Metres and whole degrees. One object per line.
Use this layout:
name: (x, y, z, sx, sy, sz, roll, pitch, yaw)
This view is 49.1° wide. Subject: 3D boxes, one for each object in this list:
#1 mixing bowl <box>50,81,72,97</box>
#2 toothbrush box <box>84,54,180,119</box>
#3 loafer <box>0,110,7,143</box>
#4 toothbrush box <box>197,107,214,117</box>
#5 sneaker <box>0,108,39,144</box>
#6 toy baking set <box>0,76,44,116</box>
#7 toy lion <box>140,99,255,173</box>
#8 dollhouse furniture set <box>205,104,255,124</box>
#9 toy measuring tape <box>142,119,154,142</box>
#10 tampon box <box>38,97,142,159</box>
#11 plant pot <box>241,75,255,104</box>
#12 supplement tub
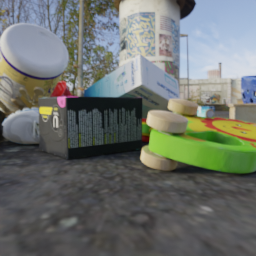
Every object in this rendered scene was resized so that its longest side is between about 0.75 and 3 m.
mixing bowl: (-3.129, -0.680, 11.734, 2.379, 2.379, 1.288, 5, -38, 46)
toothbrush box: (0.072, -0.939, 9.072, 2.619, 1.117, 1.918, -24, -34, 39)
loafer: (-4.329, -0.041, 7.741, 0.944, 1.046, 2.766, 1, 0, 7)
toothbrush box: (4.098, -0.584, 14.811, 0.468, 1.097, 0.803, -4, 7, -37)
sneaker: (-2.036, 0.007, 7.909, 2.852, 1.069, 1.236, -2, 10, -25)
toy baking set: (-3.163, -0.770, 8.385, 2.374, 0.276, 1.822, 14, -38, -6)
toy lion: (1.903, 0.218, 5.452, 2.714, 0.972, 2.831, 14, 16, 17)
dollhouse furniture set: (3.275, -0.131, 8.466, 1.361, 1.163, 2.626, 0, 4, -3)
toy measuring tape: (0.301, 0.093, 8.974, 0.750, 0.750, 2.038, -2, -3, -28)
tampon box: (-0.921, -0.098, 6.895, 2.107, 1.330, 1.579, -4, 6, -39)
plant pot: (5.938, -0.940, 10.901, 2.329, 2.094, 2.329, -5, 15, -13)
supplement tub: (-3.256, -1.709, 8.976, 1.951, 1.951, 2.684, -3, -28, -37)
